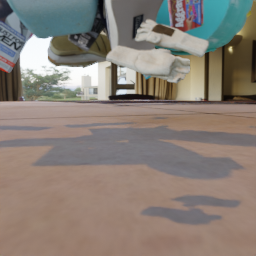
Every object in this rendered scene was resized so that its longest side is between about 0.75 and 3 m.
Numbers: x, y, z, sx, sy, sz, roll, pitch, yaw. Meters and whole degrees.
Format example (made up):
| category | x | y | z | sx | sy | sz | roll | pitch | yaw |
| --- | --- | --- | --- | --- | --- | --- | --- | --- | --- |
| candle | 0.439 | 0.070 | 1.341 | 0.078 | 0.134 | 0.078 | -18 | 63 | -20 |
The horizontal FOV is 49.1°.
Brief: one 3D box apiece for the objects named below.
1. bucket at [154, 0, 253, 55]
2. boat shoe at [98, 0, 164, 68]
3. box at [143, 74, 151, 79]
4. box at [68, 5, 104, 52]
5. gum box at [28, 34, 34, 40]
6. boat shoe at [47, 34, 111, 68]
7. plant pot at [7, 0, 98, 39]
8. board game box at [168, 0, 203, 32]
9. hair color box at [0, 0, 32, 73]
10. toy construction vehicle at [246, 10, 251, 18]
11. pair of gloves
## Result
| category | x | y | z | sx | sy | sz | roll | pitch | yaw |
| --- | --- | --- | --- | --- | --- | --- | --- | --- | --- |
| bucket | 1.397 | -2.904 | 6.337 | 2.532 | 2.532 | 1.647 | 4 | 19 | 32 |
| boat shoe | -0.060 | -2.394 | 4.645 | 1.113 | 1.382 | 2.980 | -17 | -22 | -15 |
| box | 0.670 | -1.701 | 8.477 | 0.187 | 0.312 | 0.759 | -28 | 5 | 30 |
| box | -0.506 | -3.360 | 7.007 | 0.680 | 2.734 | 2.156 | 31 | 0 | -16 |
| gum box | -4.215 | -3.388 | 8.165 | 1.522 | 2.682 | 0.887 | -34 | -2 | 18 |
| boat shoe | -1.413 | -2.508 | 9.236 | 2.549 | 0.953 | 0.872 | -6 | -23 | -32 |
| plant pot | -1.259 | -2.537 | 4.869 | 1.646 | 1.681 | 1.651 | -10 | 33 | -3 |
| board game box | 0.802 | -1.821 | 3.918 | 0.503 | 0.977 | 0.095 | -19 | 46 | -2 |
| hair color box | -2.495 | -2.232 | 5.677 | 1.061 | 1.914 | 0.612 | 30 | -6 | -42 |
| toy construction vehicle | 3.275 | -3.646 | 7.643 | 1.530 | 1.332 | 0.539 | 3 | 48 | 38 |
| pair of gloves | 0.272 | -0.670 | 2.355 | 0.664 | 0.137 | 0.781 | 25 | 49 | 20 |
